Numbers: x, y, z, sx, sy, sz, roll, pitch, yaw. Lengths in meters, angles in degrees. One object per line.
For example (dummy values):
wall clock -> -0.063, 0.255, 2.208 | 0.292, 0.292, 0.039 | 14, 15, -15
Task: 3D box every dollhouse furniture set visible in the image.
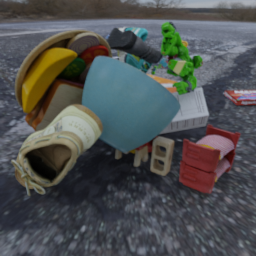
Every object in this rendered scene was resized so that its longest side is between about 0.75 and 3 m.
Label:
dollhouse furniture set -> 1.112, 0.435, 6.704 | 2.565, 1.043, 1.380 | 18, 25, 31

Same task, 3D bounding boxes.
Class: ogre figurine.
ogre figurine -> 1.285, -1.618, 6.902 | 1.092, 0.894, 1.822 | 13, 42, -59

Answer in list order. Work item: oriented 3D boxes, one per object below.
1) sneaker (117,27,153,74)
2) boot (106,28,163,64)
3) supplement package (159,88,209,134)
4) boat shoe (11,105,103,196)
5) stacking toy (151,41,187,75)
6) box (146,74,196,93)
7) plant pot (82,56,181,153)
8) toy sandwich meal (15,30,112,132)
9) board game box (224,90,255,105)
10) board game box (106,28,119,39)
sneaker -> 0.225, -1.834, 7.972 | 1.035, 1.007, 2.598 | -4, 70, 2
boot -> 0.117, -2.084, 7.401 | 1.128, 0.598, 1.714 | 22, 12, -31
supplement package -> 1.312, -0.420, 7.594 | 1.500, 0.822, 0.853 | -10, 69, 6
boat shoe -> -1.584, 0.582, 5.317 | 1.037, 2.831, 0.887 | 40, 42, -10
stacking toy -> 1.210, -2.055, 8.300 | 0.280, 1.192, 0.899 | 46, 33, -1
box -> 0.877, -0.954, 9.562 | 2.350, 1.145, 1.462 | 23, 37, 36
plant pot -> -0.156, -0.320, 6.051 | 2.133, 1.437, 2.133 | 30, -6, 4
toy sandwich meal -> -1.339, -0.912, 6.546 | 2.790, 2.790, 0.955 | -20, 56, -35
board game box -> 5.368, -1.249, 11.278 | 2.540, 0.247, 1.307 | -2, 23, -2
board game box -> -0.317, -2.922, 9.275 | 0.145, 0.601, 0.795 | -35, 13, 44
